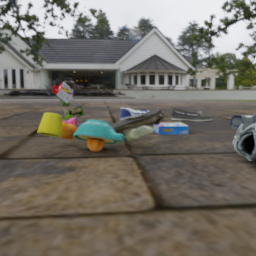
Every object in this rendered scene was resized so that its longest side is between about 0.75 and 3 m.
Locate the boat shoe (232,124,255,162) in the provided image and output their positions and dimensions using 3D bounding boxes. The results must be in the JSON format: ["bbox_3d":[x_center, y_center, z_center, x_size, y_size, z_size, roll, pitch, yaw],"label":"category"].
[{"bbox_3d":[2.882,0.342,6.528,0.787,0.851,2.305,15,19,7],"label":"boat shoe"}]

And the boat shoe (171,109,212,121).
[{"bbox_3d":[3.443,-0.713,15.232,2.203,0.628,0.737,2,8,14],"label":"boat shoe"}]

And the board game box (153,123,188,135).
[{"bbox_3d":[1.640,0.016,10.896,1.153,0.322,1.129,0,8,-4],"label":"board game box"}]

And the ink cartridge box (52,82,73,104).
[{"bbox_3d":[-2.806,-1.592,12.139,0.813,0.388,0.926,41,15,-26],"label":"ink cartridge box"}]

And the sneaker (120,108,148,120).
[{"bbox_3d":[0.548,-0.539,14.013,1.839,0.743,1.062,12,9,29],"label":"sneaker"}]

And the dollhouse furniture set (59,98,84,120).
[{"bbox_3d":[-2.698,-1.142,13.125,0.693,1.380,0.904,-18,1,8],"label":"dollhouse furniture set"}]

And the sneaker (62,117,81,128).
[{"bbox_3d":[-2.596,-0.047,11.202,0.676,0.560,1.418,-22,-9,39],"label":"sneaker"}]

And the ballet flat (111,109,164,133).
[{"bbox_3d":[0.193,-0.097,8.032,1.796,0.416,0.605,-18,20,23],"label":"ballet flat"}]

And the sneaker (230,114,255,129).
[{"bbox_3d":[5.247,-0.238,11.441,0.882,0.754,2.025,0,6,-37],"label":"sneaker"}]

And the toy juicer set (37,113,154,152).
[{"bbox_3d":[-0.814,0.299,7.807,2.977,0.810,1.894,6,-11,5],"label":"toy juicer set"}]
